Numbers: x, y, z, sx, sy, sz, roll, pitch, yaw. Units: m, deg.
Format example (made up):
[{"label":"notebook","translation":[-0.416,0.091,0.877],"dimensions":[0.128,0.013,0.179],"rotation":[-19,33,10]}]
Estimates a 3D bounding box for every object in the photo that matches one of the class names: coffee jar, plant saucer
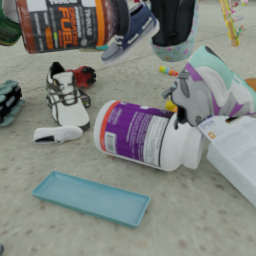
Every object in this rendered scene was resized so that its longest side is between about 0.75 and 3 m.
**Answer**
[{"label":"coffee jar","translation":[-3.198,-2.972,7.603],"dimensions":[0.888,1.086,2.082],"rotation":[12,-10,-35]},{"label":"plant saucer","translation":[-0.804,1.496,5.957],"dimensions":[2.448,0.232,0.856],"rotation":[12,31,18]}]

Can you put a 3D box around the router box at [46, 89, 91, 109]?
[{"label":"router box","translation":[-2.155,-0.971,10.165],"dimensions":[1.326,0.412,0.994],"rotation":[-18,34,-28]}]

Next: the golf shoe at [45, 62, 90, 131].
[{"label":"golf shoe","translation":[-2.035,-1.030,8.967],"dimensions":[1.064,1.293,2.737],"rotation":[-19,53,-27]}]

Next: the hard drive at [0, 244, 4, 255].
[{"label":"hard drive","translation":[-2.803,2.232,4.623],"dimensions":[1.173,0.222,0.819],"rotation":[2,29,6]}]

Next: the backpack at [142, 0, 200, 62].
[{"label":"backpack","translation":[1.609,-3.640,9.823],"dimensions":[2.103,2.520,1.595],"rotation":[-2,-17,22]}]

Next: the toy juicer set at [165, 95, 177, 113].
[{"label":"toy juicer set","translation":[2.031,-0.925,10.061],"dimensions":[1.383,0.592,2.175],"rotation":[-15,31,10]}]

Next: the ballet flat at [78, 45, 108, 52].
[{"label":"ballet flat","translation":[-1.529,-3.486,12.142],"dimensions":[1.355,0.457,0.422],"rotation":[-6,-12,-30]}]

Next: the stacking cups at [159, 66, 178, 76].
[{"label":"stacking cups","translation":[1.935,-2.716,13.463],"dimensions":[0.300,0.300,0.992],"rotation":[-22,39,-34]}]

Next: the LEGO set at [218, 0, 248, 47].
[{"label":"LEGO set","translation":[2.592,-2.720,6.720],"dimensions":[0.571,1.535,0.706],"rotation":[-17,18,22]}]

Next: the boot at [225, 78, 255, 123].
[{"label":"boot","translation":[4.005,-0.884,9.424],"dimensions":[2.638,1.012,2.048],"rotation":[1,31,-5]}]

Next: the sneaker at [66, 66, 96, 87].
[{"label":"sneaker","translation":[-2.294,-2.036,11.564],"dimensions":[1.218,0.881,2.493],"rotation":[1,18,28]}]

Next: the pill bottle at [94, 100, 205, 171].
[{"label":"pill bottle","translation":[0.531,0.206,6.986],"dimensions":[2.557,1.438,1.438],"rotation":[14,32,22]}]

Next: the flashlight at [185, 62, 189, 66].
[{"label":"flashlight","translation":[3.292,-2.627,12.839],"dimensions":[0.712,0.715,2.103],"rotation":[-5,30,-7]}]

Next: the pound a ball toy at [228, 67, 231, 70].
[{"label":"pound a ball toy","translation":[2.423,-1.095,7.169],"dimensions":[0.384,0.903,0.589],"rotation":[22,72,9]}]

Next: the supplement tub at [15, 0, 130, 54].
[{"label":"supplement tub","translation":[-1.124,-2.280,5.936],"dimensions":[2.230,1.193,1.193],"rotation":[-12,31,-14]}]

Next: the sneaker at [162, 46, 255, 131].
[{"label":"sneaker","translation":[1.304,-0.353,4.575],"dimensions":[1.881,1.315,0.731],"rotation":[29,28,-33]}]

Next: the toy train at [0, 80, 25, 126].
[{"label":"toy train","translation":[-4.441,-0.799,9.308],"dimensions":[1.453,1.087,2.550],"rotation":[-9,29,3]}]

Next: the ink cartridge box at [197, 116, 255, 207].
[{"label":"ink cartridge box","translation":[3.007,0.515,6.544],"dimensions":[2.424,0.493,2.429],"rotation":[-22,60,-34]}]

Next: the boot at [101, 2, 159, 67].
[{"label":"boot","translation":[-0.137,-2.641,7.951],"dimensions":[2.013,0.909,0.732],"rotation":[-37,51,10]}]

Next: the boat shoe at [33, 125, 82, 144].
[{"label":"boat shoe","translation":[-2.014,0.241,7.980],"dimensions":[1.375,0.495,0.471],"rotation":[1,44,-4]}]
